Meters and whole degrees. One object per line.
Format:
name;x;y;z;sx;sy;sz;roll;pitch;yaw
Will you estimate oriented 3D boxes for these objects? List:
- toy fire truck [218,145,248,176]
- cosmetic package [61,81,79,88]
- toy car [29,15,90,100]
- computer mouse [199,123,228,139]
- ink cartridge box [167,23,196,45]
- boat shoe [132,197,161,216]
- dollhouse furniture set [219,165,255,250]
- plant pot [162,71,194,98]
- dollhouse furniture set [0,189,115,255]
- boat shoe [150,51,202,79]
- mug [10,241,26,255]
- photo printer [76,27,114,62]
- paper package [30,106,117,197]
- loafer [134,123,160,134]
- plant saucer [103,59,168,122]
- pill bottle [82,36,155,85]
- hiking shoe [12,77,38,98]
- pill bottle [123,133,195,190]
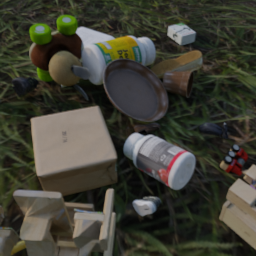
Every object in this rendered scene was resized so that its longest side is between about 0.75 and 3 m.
toy fire truck;3.477;1.089;8.596;1.025;0.659;0.902;36;54;16
cosmetic package;-2.502;-2.001;11.778;0.754;0.279;0.384;-22;49;-17
toy car;-2.273;-2.488;10.993;2.251;2.344;2.853;-30;63;-26
computer mouse;3.011;0.008;9.831;0.998;0.263;0.691;10;47;9
ink cartridge box;2.726;-4.793;14.310;0.897;0.508;1.223;-21;50;-19
boat shoe;0.503;2.021;7.283;0.417;1.175;0.424;-27;89;-26
dollhouse furniture set;3.684;1.668;6.860;2.346;2.215;1.531;-39;57;-18
plant pot;1.961;-1.787;11.126;1.040;1.050;1.050;12;46;22
dollhouse furniture set;-1.579;1.979;6.106;2.624;2.856;1.859;3;46;3
boat shoe;2.041;-2.461;11.866;2.299;0.795;0.848;-17;47;13
mug;-2.962;3.366;5.917;2.009;1.609;1.649;5;25;-43
photo printer;-1.803;-3.822;13.158;2.328;0.808;1.937;24;49;21
paper package;-1.649;0.650;8.532;2.275;1.235;2.387;-13;46;-12
loafer;0.677;0.077;9.764;0.930;0.340;0.330;-8;56;0
plant saucer;0.244;-1.335;10.263;2.726;0.437;2.726;16;55;-25
pill bottle;-0.318;-2.887;11.612;2.856;1.611;1.611;-22;49;-30
hiking shoe;-3.815;-1.665;10.501;0.888;0.668;1.765;-38;16;-22
pill bottle;0.850;0.886;8.255;2.010;1.113;1.113;26;50;38
